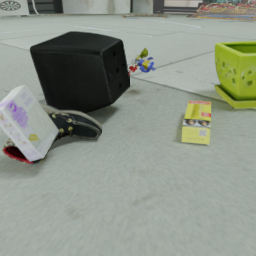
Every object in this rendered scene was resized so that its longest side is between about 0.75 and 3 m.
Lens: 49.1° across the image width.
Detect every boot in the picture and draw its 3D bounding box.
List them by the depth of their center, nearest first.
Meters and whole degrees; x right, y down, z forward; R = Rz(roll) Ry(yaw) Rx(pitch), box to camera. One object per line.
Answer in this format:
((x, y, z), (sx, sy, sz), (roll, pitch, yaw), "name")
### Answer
((-1.809, 0.257, 6.934), (2.147, 0.775, 1.622), (16, 43, -6), "boot")

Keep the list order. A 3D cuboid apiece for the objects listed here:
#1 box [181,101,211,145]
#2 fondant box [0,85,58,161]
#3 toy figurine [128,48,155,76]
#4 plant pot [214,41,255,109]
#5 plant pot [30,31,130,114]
((1.993, -0.212, 8.007), (0.741, 0.493, 1.968), (5, 26, 16), "box")
((-2.096, -0.097, 5.856), (0.380, 1.306, 0.942), (-17, 32, 22), "fondant box")
((0.661, -2.342, 10.538), (0.847, 0.746, 1.414), (25, 49, 10), "toy figurine")
((4.222, -1.816, 9.601), (2.133, 1.936, 2.123), (-2, 28, -5), "plant pot")
((-1.206, -1.690, 8.526), (2.001, 2.250, 2.256), (2, 29, 25), "plant pot")
